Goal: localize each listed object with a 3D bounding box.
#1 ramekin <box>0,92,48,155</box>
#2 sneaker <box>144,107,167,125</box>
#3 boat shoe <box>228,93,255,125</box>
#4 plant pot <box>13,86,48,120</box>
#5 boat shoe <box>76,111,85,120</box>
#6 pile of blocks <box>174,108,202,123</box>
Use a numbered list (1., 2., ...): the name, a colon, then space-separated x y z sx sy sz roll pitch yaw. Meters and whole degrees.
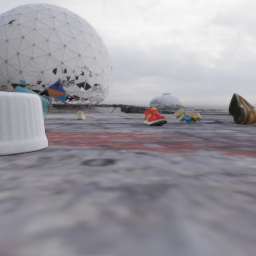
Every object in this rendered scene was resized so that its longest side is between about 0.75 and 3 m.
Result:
1. ramekin: -1.708 -0.077 3.440 1.383 0.674 1.383 0 3 0
2. sneaker: 0.833 -0.397 9.243 0.542 0.598 1.408 -1 4 -19
3. boat shoe: 3.561 -0.545 8.706 0.599 0.614 1.622 13 33 1
4. plant pot: -4.575 -1.006 13.108 1.457 1.551 1.551 14 1 -8
5. boat shoe: -2.522 -0.667 14.894 0.476 0.447 1.292 -1 4 -11
6. pile of blocks: 2.415 -0.371 11.228 0.449 0.593 1.445 46 -9 -26
